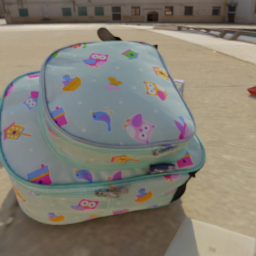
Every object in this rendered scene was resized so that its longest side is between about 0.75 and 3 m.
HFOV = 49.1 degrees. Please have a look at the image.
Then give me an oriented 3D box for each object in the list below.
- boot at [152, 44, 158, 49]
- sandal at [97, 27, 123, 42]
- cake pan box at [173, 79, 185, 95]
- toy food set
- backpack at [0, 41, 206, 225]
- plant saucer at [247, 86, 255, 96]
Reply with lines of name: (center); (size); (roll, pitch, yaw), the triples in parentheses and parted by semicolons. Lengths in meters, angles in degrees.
boot: (0.234, -1.950, 6.873); (0.816, 0.262, 0.761); (21, 39, 26)
sandal: (-0.375, -2.651, 8.663); (0.559, 1.368, 0.373); (-46, 4, -32)
cake pan box: (0.725, -1.317, 9.956); (2.225, 0.582, 2.049); (10, 24, 21)
toy food set: (1.031, 1.711, 3.563); (0.968, 0.408, 1.349); (12, 19, 25)
backpack: (-0.537, 0.051, 4.532); (2.978, 2.283, 2.618); (-12, 56, -10)
plant saucer: (5.212, -1.316, 10.365); (1.181, 0.217, 1.183); (-17, 29, -33)
